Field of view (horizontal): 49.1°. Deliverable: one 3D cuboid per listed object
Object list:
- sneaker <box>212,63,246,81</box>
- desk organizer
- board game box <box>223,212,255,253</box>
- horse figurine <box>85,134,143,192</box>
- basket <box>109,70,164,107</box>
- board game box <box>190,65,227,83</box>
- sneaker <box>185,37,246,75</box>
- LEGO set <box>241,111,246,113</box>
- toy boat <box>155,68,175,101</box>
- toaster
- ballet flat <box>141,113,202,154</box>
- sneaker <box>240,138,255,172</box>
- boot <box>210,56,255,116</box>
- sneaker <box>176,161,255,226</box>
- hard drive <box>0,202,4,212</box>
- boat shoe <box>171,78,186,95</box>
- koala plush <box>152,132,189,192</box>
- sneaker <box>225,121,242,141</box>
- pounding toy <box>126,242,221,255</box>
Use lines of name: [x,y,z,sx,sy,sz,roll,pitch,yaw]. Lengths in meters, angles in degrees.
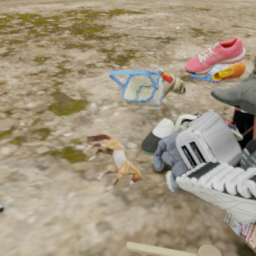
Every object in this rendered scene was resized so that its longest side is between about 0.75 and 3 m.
sneaker: [3.203,-1.727,8.938,0.471,0.446,1.221,-12,-3,-28]
desk organizer: [3.889,0.104,9.001,1.121,1.044,2.911,10,33,20]
board game box: [2.825,1.990,5.603,1.126,0.684,1.413,12,7,-14]
horse figurine: [-0.370,0.734,6.538,1.029,0.387,1.552,-25,81,-27]
basket: [0.352,-1.464,9.718,1.547,1.755,1.220,8,76,35]
board game box: [4.158,-2.830,14.234,1.413,0.403,1.444,24,39,32]
sneaker: [3.078,-2.688,10.168,2.200,0.954,0.811,-17,55,15]
LEGO set: [4.678,-1.218,8.055,0.710,2.893,2.161,8,7,-45]
toy boat: [1.275,-1.682,10.485,0.714,1.537,1.292,40,76,12]
toaster: [1.969,0.531,6.818,1.126,1.743,0.991,-28,-2,-35]
ballet flat: [1.493,0.041,9.238,2.526,0.864,0.859,-19,36,-27]
sneaker: [3.245,1.029,6.370,1.210,2.096,0.786,-5,37,-5]
boot: [2.886,-1.066,6.646,0.683,1.317,2.017,13,13,-23]
sneaker: [1.907,1.239,5.188,0.978,1.054,2.602,-22,9,-30]
hard drive: [-3.738,1.990,6.760,1.198,0.197,0.836,-23,39,-32]
boat shoe: [1.905,-1.490,10.334,0.469,0.549,1.497,23,9,11]
koala plush: [1.421,1.008,7.462,1.319,1.367,1.488,-1,45,-5]
sneaker: [2.815,0.075,7.544,0.366,0.978,0.413,-13,65,30]
pounding toy: [0.573,2.917,4.408,2.453,1.122,2.155,-22,38,-31]
